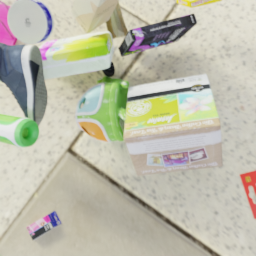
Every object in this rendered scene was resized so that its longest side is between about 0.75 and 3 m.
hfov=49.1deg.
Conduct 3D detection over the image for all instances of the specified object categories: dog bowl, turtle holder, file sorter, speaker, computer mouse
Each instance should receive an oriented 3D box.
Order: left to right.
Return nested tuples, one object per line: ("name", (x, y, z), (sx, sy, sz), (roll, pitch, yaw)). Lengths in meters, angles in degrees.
("file sorter", (-5.519, -4.013, 10.810), (1.917, 1.730, 2.758), (15, 78, 3))
("speaker", (-4.017, 0.023, 9.044), (2.265, 1.002, 1.002), (9, 77, 25))
("dog bowl", (-2.903, -3.177, 8.379), (1.261, 0.497, 1.261), (3, 114, 8))
("turtle holder", (-0.788, -0.813, 9.935), (1.912, 2.046, 2.693), (-5, 80, 14))
("computer mouse", (-0.863, -2.622, 11.032), (0.527, 0.306, 1.798), (2, 52, -17))

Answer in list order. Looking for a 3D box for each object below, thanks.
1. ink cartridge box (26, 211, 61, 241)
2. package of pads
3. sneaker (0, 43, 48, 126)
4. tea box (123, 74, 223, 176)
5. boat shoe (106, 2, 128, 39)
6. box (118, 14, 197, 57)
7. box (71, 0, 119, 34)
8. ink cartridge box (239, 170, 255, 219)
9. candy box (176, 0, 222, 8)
("ink cartridge box", (-2.988, 3.463, 9.934), (1.111, 0.206, 0.526), (-30, 79, -9))
("package of pads", (-1.949, -2.669, 10.203), (2.823, 2.181, 0.963), (-8, 120, 6))
("sneaker", (-3.809, -1.391, 9.190), (2.024, 1.065, 2.801), (7, 118, 7))
("tea box", (1.386, -0.116, 8.767), (2.624, 1.753, 2.582), (-9, 41, 11))
("boat shoe", (-0.542, -4.683, 10.768), (0.737, 0.855, 2.344), (-18, 110, -17))
("box", (1.015, -3.344, 10.248), (2.511, 1.795, 0.453), (-20, 92, -14))
("box", (-1.002, -4.165, 9.048), (1.159, 2.440, 0.949), (-40, 98, -16))
("ink cartridge box", (5.348, 2.205, 10.061), (2.124, 0.532, 1.709), (-13, 77, -5))
("candy box", (2.497, -4.678, 10.154), (1.093, 2.139, 0.282), (-14, 118, 4))
